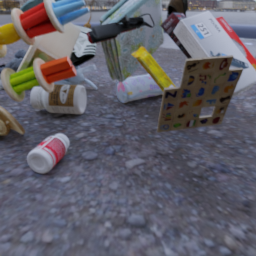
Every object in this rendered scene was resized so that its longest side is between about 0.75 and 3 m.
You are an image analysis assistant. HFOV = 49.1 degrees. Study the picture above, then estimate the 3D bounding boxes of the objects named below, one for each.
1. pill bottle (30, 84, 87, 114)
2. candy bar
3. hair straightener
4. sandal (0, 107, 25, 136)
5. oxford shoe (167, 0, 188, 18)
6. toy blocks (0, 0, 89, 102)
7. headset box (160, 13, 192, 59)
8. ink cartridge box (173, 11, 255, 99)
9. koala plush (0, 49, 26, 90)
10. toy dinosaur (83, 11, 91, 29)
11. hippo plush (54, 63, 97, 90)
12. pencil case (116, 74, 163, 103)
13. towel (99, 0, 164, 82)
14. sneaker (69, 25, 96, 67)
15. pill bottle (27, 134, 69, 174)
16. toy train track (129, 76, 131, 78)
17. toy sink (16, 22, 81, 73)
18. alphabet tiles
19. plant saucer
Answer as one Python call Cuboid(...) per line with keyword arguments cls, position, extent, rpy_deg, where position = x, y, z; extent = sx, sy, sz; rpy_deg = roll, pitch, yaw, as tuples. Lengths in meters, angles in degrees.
Cuboid(cls="pill bottle", position=(-2.700, -1.132, 10.905), extent=(1.956, 1.118, 1.118), rpy_deg=(3, 26, 8))
Cuboid(cls="candy bar", position=(0.914, -1.264, 7.593), extent=(0.545, 2.185, 0.242), rpy_deg=(-42, 6, -37))
Cuboid(cls="hair straightener", position=(-0.062, -2.277, 6.352), extent=(1.710, 0.350, 0.658), rpy_deg=(-18, 3, -26))
Cuboid(cls="sandal", position=(-4.430, -0.097, 9.253), extent=(1.021, 1.138, 3.103), rpy_deg=(-44, 37, -20))
Cuboid(cls="oxford shoe", position=(2.014, -4.318, 11.737), extent=(0.843, 2.320, 0.979), rpy_deg=(27, 66, 38))
Cuboid(cls="toy blocks", position=(-2.173, -2.168, 7.496), extent=(2.769, 2.308, 1.005), rpy_deg=(-18, 14, 9))
Cuboid(cls="headset box", position=(1.924, -3.257, 9.671), extent=(1.663, 0.624, 1.236), rpy_deg=(51, 33, 3))
Cuboid(cls="ink cartridge box", position=(2.876, -2.257, 8.107), extent=(2.229, 0.566, 2.530), rpy_deg=(-27, 78, -28))
Cuboid(cls="koala plush", position=(-5.719, -2.620, 13.947), extent=(1.911, 1.757, 1.695), rpy_deg=(-18, 36, 11))
Cuboid(cls="toy dinosaur", position=(-1.634, -4.129, 11.234), extent=(0.329, 1.090, 0.579), rpy_deg=(30, 13, -9))
Cuboid(cls="hippo plush", position=(-3.257, -2.973, 13.468), extent=(2.819, 2.245, 2.266), rpy_deg=(-14, 30, -26))
Cuboid(cls="pencil case", position=(0.677, -1.772, 12.405), extent=(2.433, 1.011, 1.104), rpy_deg=(-13, 62, -26))
Cuboid(cls="towel", position=(0.214, -3.368, 9.951), extent=(0.717, 2.548, 2.977), rpy_deg=(31, 66, 27))
Cuboid(cls="sneaker", position=(-2.292, -3.088, 10.098), extent=(2.537, 0.957, 1.460), rpy_deg=(6, 61, -28))
Cuboid(cls="pill bottle", position=(-2.129, 0.652, 7.687), extent=(0.692, 0.692, 1.233), rpy_deg=(7, 27, 15))
Cuboid(cls="toy train track", position=(0.145, -2.753, 15.311), extent=(1.564, 0.254, 0.897), rpy_deg=(21, 33, 36))
Cuboid(cls="toy sink", position=(-2.499, -2.295, 8.841), extent=(1.175, 1.367, 2.097), rpy_deg=(29, 59, -25))
Cuboid(cls="alphabet tiles", position=(1.632, -0.721, 6.506), extent=(1.769, 2.116, 0.080), rpy_deg=(-7, 48, -10))
Cuboid(cls="plant saucer", position=(-3.210, -4.234, 10.626), extent=(2.091, 2.091, 0.287), rpy_deg=(-16, 73, -30))
